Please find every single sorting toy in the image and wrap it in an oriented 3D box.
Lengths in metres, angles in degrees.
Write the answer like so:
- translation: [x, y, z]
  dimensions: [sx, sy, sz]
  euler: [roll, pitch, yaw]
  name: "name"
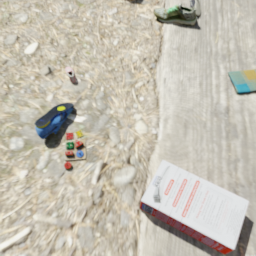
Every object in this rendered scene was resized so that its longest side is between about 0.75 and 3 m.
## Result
- translation: [-1.641, 0.616, 8.640]
  dimensions: [0.648, 0.227, 1.344]
  euler: [-4, 60, -3]
  name: "sorting toy"

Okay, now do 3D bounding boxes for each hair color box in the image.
- translation: [1.704, 2.057, 7.455]
  dimensions: [2.478, 0.792, 1.374]
  euler: [26, 60, 13]
  name: "hair color box"

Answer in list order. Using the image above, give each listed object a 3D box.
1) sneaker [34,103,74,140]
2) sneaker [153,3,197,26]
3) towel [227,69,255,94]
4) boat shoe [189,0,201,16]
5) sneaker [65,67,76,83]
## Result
- translation: [-2.337, -0.243, 9.054]
  dimensions: [0.535, 0.637, 1.625]
  euler: [15, 41, 27]
  name: "sneaker"
- translation: [1.966, -4.802, 11.476]
  dimensions: [1.849, 0.819, 0.711]
  euler: [9, 60, 5]
  name: "sneaker"
- translation: [4.361, -1.686, 10.052]
  dimensions: [1.356, 0.147, 0.994]
  euler: [-7, 60, -6]
  name: "towel"
- translation: [2.856, -5.225, 12.076]
  dimensions: [0.372, 0.431, 1.188]
  euler: [-20, 57, 39]
  name: "boat shoe"
- translation: [-2.092, -2.012, 10.092]
  dimensions: [0.285, 0.395, 0.756]
  euler: [-20, 61, -9]
  name: "sneaker"
